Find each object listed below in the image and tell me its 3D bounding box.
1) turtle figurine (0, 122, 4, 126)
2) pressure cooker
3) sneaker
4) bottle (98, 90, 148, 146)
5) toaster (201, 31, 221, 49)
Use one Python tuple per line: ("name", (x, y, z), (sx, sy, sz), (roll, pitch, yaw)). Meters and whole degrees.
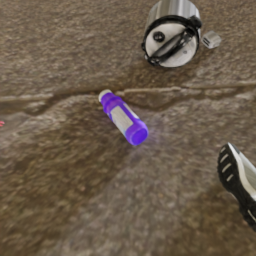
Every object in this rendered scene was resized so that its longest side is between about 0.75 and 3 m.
("turtle figurine", (-5.151, -0.180, 9.527), (1.697, 1.141, 2.266), (-50, 56, 14))
("pressure cooker", (1.768, -3.790, 11.566), (2.371, 2.335, 2.655), (6, 49, 7))
("sneaker", (3.547, 1.660, 8.194), (1.104, 1.029, 2.785), (-7, 55, -21))
("bottle", (-0.245, -0.444, 9.768), (0.756, 0.967, 2.316), (-37, 59, -5))
("toaster", (3.814, -4.088, 12.947), (0.571, 0.502, 0.884), (-30, 69, -19))
